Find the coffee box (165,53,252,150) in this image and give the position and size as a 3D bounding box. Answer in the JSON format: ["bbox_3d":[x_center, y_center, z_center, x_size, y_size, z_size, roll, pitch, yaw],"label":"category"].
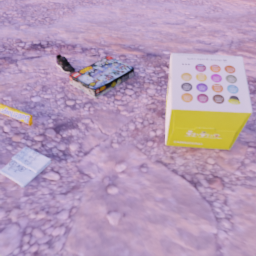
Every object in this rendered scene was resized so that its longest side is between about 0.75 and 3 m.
[{"bbox_3d":[2.812,-0.919,10.655,2.630,2.634,2.605,3,58,4],"label":"coffee box"}]

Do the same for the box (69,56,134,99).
[{"bbox_3d":[-1.337,-2.708,14.541,1.952,0.569,2.851,31,51,30],"label":"box"}]

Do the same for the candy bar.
[{"bbox_3d":[-4.973,-0.622,12.259,2.194,0.547,0.243,20,22,22],"label":"candy bar"}]

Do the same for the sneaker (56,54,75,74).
[{"bbox_3d":[-3.518,-3.534,15.366,0.593,0.685,1.565,-33,51,-31],"label":"sneaker"}]

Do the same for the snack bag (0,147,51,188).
[{"bbox_3d":[-3.816,1.405,10.315,1.376,0.156,1.459,23,47,23],"label":"snack bag"}]
